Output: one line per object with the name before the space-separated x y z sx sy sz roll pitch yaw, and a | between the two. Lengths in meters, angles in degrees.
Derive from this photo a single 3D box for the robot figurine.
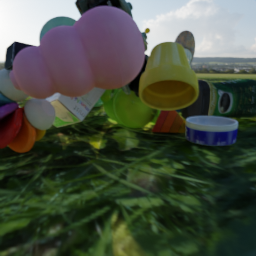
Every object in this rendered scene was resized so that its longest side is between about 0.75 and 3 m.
robot figurine | 0.040 -0.759 8.945 2.120 1.398 2.416 24 1 -23

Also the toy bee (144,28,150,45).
toy bee | 0.274 -2.661 8.027 0.625 0.519 0.955 -44 34 -7

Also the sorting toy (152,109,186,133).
sorting toy | 1.595 -0.379 9.024 1.025 1.032 2.977 26 20 9

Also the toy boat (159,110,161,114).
toy boat | 0.954 -0.672 11.027 0.724 0.400 0.861 11 8 25

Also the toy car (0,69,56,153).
toy car | -2.708 -0.249 6.150 1.629 1.861 1.396 -27 22 27

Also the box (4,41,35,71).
box | -1.974 -1.386 5.712 0.896 0.467 0.663 4 -1 -37

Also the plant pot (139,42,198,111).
plant pot | 0.869 -1.176 6.146 1.245 1.171 1.245 2 -27 1

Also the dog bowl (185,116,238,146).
dog bowl | 2.178 0.052 7.393 1.309 0.516 1.309 0 13 0

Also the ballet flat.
ballet flat | 1.687 -1.956 9.057 0.766 2.251 0.757 7 41 0

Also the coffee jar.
coffee jar | 3.174 -0.972 9.752 2.780 1.450 1.186 -4 15 -22

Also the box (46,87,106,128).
box | -1.595 -0.980 8.151 1.906 0.922 1.682 -9 43 55

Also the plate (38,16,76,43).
plate | -1.954 -2.630 8.517 1.472 1.472 0.188 -3 5 -12

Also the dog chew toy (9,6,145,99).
dog chew toy | -0.857 -1.140 4.685 2.188 1.362 1.362 -21 16 -8

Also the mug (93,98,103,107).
mug | -1.549 -1.547 13.024 1.702 1.052 1.398 -7 11 -14

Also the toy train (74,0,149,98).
toy train | -0.267 -2.135 7.032 1.254 2.942 1.677 -32 36 0

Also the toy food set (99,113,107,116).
toy food set | -0.669 -0.647 11.235 0.694 0.172 1.092 2 13 11
